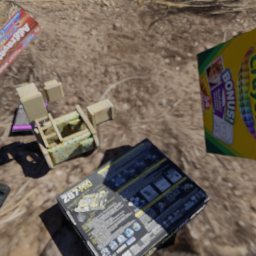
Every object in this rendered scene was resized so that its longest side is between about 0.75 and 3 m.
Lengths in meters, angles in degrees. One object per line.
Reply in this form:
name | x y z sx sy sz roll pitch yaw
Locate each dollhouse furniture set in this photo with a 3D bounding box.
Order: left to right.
dollhouse furniture set | -1.401 -0.343 7.815 2.529 2.237 1.406 -24 54 -19

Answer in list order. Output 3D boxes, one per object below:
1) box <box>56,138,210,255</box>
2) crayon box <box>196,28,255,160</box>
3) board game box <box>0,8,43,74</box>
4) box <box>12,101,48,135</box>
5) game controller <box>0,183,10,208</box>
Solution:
box | 0.110 1.833 6.924 2.971 0.730 2.395 -32 57 -25
crayon box | 2.431 -0.627 5.988 0.721 2.135 2.474 -7 92 -18
board game box | -2.739 -1.831 6.235 1.720 0.167 0.885 -48 63 -1
box | -3.168 -0.345 9.153 0.934 0.236 1.306 -3 50 -3
game controller | -3.879 1.700 7.387 1.452 0.306 0.757 13 65 12
